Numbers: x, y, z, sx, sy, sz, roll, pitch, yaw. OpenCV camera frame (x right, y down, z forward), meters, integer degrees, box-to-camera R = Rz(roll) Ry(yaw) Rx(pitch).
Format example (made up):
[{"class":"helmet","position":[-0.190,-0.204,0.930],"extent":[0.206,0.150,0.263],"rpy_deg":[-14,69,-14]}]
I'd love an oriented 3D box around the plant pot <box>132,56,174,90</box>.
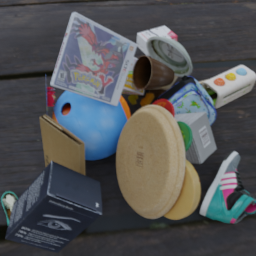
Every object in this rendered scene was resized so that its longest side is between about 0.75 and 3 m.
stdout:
[{"class":"plant pot","position":[0.943,-1.806,9.510],"extent":[1.196,1.118,1.118],"rpy_deg":[0,43,-32]}]

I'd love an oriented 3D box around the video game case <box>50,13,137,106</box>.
[{"class":"video game case","position":[-0.818,-1.670,7.270],"extent":[2.000,1.822,0.230],"rpy_deg":[15,6,-38]}]

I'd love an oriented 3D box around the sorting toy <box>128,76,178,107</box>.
[{"class":"sorting toy","position":[0.915,-1.893,11.505],"extent":[2.208,0.397,2.964],"rpy_deg":[10,53,39]}]

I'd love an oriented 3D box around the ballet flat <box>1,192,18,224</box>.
[{"class":"ballet flat","position":[-3.211,2.431,7.889],"extent":[0.533,0.558,1.584],"rpy_deg":[-26,54,-24]}]

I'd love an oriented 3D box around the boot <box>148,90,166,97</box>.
[{"class":"boot","position":[1.441,-1.291,11.326],"extent":[1.269,0.467,0.479],"rpy_deg":[8,59,4]}]

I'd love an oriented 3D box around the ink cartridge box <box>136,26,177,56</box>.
[{"class":"ink cartridge box","position":[1.398,-4.291,13.807],"extent":[1.644,0.681,1.205],"rpy_deg":[-21,52,-18]}]

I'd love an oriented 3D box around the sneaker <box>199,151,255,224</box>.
[{"class":"sneaker","position":[3.180,1.803,8.139],"extent":[1.411,0.977,2.337],"rpy_deg":[23,60,26]}]

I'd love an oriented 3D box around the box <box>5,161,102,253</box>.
[{"class":"box","position":[-1.642,1.822,6.280],"extent":[1.341,1.812,0.945],"rpy_deg":[32,26,-29]}]

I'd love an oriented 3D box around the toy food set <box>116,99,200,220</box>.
[{"class":"toy food set","position":[0.569,0.770,6.962],"extent":[0.698,2.871,2.842],"rpy_deg":[5,75,-30]}]

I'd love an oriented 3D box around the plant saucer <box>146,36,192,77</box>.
[{"class":"plant saucer","position":[1.542,-2.621,9.957],"extent":[1.945,1.945,0.488],"rpy_deg":[33,79,26]}]

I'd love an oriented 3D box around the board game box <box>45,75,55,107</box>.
[{"class":"board game box","position":[-2.302,-0.913,8.345],"extent":[0.264,1.070,1.354],"rpy_deg":[-3,59,-16]}]

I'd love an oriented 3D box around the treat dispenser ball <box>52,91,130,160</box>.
[{"class":"treat dispenser ball","position":[-1.162,-0.213,8.997],"extent":[2.505,2.505,2.505],"rpy_deg":[0,48,0]}]

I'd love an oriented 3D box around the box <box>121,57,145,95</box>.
[{"class":"box","position":[-0.521,-1.993,9.917],"extent":[1.330,1.198,2.364],"rpy_deg":[11,0,41]}]

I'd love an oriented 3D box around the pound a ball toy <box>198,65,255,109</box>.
[{"class":"pound a ball toy","position":[3.734,-1.890,11.427],"extent":[2.459,1.045,1.604],"rpy_deg":[-24,53,-21]}]

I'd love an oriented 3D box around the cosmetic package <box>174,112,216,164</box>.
[{"class":"cosmetic package","position":[1.338,0.300,8.537],"extent":[2.329,1.244,1.050],"rpy_deg":[-7,20,48]}]

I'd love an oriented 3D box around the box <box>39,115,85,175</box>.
[{"class":"box","position":[-1.792,0.867,7.758],"extent":[1.705,2.086,0.222],"rpy_deg":[30,42,31]}]

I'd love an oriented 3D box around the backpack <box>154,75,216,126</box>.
[{"class":"backpack","position":[2.071,-0.583,9.550],"extent":[1.638,1.790,1.316],"rpy_deg":[-38,25,24]}]
